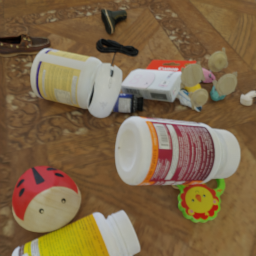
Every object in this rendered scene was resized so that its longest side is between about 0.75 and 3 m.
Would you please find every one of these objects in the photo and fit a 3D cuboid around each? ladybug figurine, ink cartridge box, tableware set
[{"bbox_3d":[-2.265,1.724,7.478,1.750,0.927,2.578,-25,25,-27],"label":"ladybug figurine"},{"bbox_3d":[1.218,-2.112,10.897,2.092,0.734,2.574,11,54,32],"label":"ink cartridge box"},{"bbox_3d":[2.220,-1.315,7.701,1.686,1.408,0.196,-26,32,-2],"label":"tableware set"}]

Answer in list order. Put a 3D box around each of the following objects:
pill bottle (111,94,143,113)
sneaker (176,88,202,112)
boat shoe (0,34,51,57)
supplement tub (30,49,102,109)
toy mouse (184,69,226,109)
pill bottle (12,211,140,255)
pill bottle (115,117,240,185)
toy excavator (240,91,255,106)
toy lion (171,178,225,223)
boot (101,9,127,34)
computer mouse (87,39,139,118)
[{"bbox_3d":[-0.064,-0.892,10.242,1.237,0.692,0.692,3,52,2],"label":"pill bottle"},{"bbox_3d":[2.252,-0.978,10.517,1.144,0.496,0.429,43,47,2],"label":"sneaker"},{"bbox_3d":[-4.632,-3.727,12.399,2.333,0.820,0.821,-13,49,-12],"label":"boat shoe"},{"bbox_3d":[-1.961,-1.728,10.149,2.554,1.857,1.857,15,53,11],"label":"supplement tub"},{"bbox_3d":[3.186,-1.791,10.980,2.163,0.471,2.434,-7,46,-11],"label":"toy mouse"},{"bbox_3d":[-1.164,3.025,6.646,2.746,1.500,1.500,-21,55,-15],"label":"pill bottle"},{"bbox_3d":[1.115,0.545,6.193,2.557,1.401,1.401,5,48,-26],"label":"pill bottle"},{"bbox_3d":[5.185,-1.283,10.627,1.522,0.760,1.480,14,50,26],"label":"toy excavator"},{"bbox_3d":[2.147,1.877,8.235,1.671,0.574,1.602,-23,62,-17],"label":"toy lion"},{"bbox_3d":[-0.540,-5.318,13.749,1.320,0.739,1.908,-8,53,-12],"label":"boot"},{"bbox_3d":[-0.507,-1.379,7.942,1.244,0.498,2.268,15,87,-24],"label":"computer mouse"}]
